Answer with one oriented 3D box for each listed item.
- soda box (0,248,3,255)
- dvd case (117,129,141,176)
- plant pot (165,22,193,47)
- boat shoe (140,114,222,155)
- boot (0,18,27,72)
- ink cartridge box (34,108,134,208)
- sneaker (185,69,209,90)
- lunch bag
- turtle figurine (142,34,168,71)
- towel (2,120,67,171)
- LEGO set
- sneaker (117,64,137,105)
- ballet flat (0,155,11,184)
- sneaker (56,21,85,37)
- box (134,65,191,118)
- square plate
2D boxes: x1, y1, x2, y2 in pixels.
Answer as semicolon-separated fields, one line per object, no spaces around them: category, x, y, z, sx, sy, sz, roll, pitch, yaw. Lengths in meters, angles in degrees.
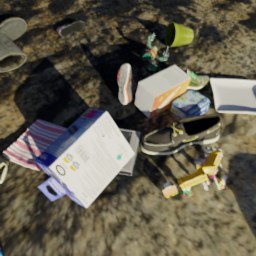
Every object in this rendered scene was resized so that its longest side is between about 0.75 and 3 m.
soda box;-3.154;2.686;6.444;0.286;0.270;0.843;-26;51;-24
dvd case;-0.774;0.602;8.565;2.118;0.262;1.592;9;47;7
plant pot;2.465;-4.363;13.265;1.057;1.097;1.097;-1;43;-19
boat shoe;1.639;0.133;8.688;2.653;0.799;0.946;-12;46;-13
boot;-5.284;-3.808;12.606;2.589;1.033;2.848;-39;48;-16
ink cartridge box;-1.148;0.849;7.069;0.893;1.597;2.340;10;50;49
sneaker;2.397;-1.921;10.855;1.675;0.742;0.644;-10;45;-10
lunch bag;2.209;-0.782;9.873;1.224;0.505;0.984;-31;55;-27
turtle figurine;1.122;-3.268;12.232;1.264;0.850;1.688;40;45;-18
towel;-2.803;0.452;8.751;1.339;0.274;1.830;17;47;16
LEGO set;2.003;1.407;7.620;2.237;0.832;1.029;-37;20;-26
sneaker;0.004;-1.594;10.060;0.615;1.503;0.579;-17;38;-32
ballet flat;-3.783;1.452;7.501;0.627;0.624;1.834;18;46;4
sneaker;-2.962;-5.191;14.393;1.513;0.573;0.662;-27;45;-25
box;1.199;-1.290;9.872;1.754;1.091;0.855;-29;61;-26
square plate;4.125;-1.128;10.368;2.030;0.289;2.011;4;45;4
